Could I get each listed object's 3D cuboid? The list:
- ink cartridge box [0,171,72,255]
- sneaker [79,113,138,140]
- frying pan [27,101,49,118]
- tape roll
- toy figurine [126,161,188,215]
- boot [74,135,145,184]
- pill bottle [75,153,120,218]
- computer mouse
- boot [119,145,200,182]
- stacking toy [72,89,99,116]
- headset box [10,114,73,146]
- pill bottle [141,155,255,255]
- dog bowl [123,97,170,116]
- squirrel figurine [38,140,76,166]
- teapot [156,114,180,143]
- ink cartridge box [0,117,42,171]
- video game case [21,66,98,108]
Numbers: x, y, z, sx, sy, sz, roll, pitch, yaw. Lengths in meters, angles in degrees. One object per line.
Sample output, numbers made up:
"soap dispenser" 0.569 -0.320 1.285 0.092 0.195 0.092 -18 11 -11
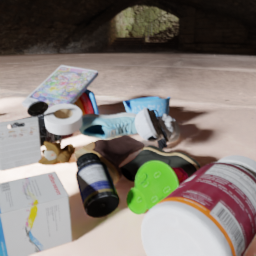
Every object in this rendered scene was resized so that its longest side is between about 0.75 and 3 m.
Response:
"ink cartridge box" -1.967 1.687 5.434 1.504 1.088 1.107 -9 22 -24
"sneaker" -0.562 0.075 10.384 2.581 0.954 1.058 -2 33 -2
"frying pan" -2.954 -0.511 9.243 0.707 1.169 0.190 -21 63 -20
"tape roll" -2.258 -0.315 9.780 1.297 0.454 1.297 4 38 -3
"toy figurine" 0.867 1.417 6.616 1.352 1.469 1.103 6 45 -53
"boot" -0.295 0.749 8.274 1.964 0.854 2.362 -18 21 -29
"pill bottle" -0.769 1.262 6.467 0.797 0.797 1.424 -7 40 -20
"computer mouse" 0.660 -0.040 8.703 0.588 1.471 2.682 -22 -11 13
"boot" 0.814 1.204 7.611 1.977 0.766 1.367 10 30 45
"stacking toy" -2.591 -0.655 12.064 2.505 1.375 1.454 -21 30 -22
"headset box" -3.168 0.009 10.598 1.484 0.770 1.994 19 26 41
"pill bottle" 1.609 1.540 5.180 1.539 1.539 2.696 16 25 37
"dog bowl" 0.781 -0.886 12.061 1.636 0.728 2.936 -9 9 -13
"squirrel figurine" -2.207 0.765 8.861 1.039 0.735 0.970 12 9 -4
"teapot" 1.369 -0.053 10.511 1.299 0.949 1.282 12 23 28
"ink cartridge box" -3.248 0.433 8.276 1.249 1.536 0.438 -11 22 -27
"video game case" -2.821 -1.675 11.872 2.044 0.257 2.854 14 49 23
